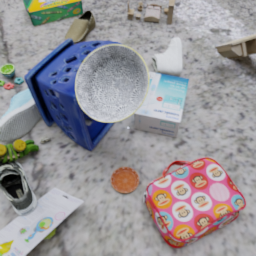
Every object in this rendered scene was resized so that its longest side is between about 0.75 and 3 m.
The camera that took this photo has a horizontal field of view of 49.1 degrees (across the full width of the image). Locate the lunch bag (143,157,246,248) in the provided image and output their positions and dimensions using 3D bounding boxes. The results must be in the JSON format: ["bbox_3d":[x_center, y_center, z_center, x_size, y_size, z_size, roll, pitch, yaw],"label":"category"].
[{"bbox_3d":[1.855,2.037,8.459,2.643,1.083,2.328,-20,55,-15],"label":"lunch bag"}]

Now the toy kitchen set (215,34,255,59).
[{"bbox_3d":[5.334,-2.526,11.967,2.442,2.701,2.994,-20,15,-18],"label":"toy kitchen set"}]

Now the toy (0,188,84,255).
[{"bbox_3d":[-2.600,2.870,7.988,1.489,0.610,2.585,11,33,39],"label":"toy"}]

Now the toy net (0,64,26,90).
[{"bbox_3d":[-4.604,-2.072,12.029,2.166,0.418,1.136,14,54,10],"label":"toy net"}]

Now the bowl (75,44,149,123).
[{"bbox_3d":[-0.319,-1.130,7.776,2.106,0.988,2.106,-2,85,18],"label":"bowl"}]

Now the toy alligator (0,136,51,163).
[{"bbox_3d":[-3.655,0.773,9.455,2.414,0.800,0.580,-14,75,-38],"label":"toy alligator"}]

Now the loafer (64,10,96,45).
[{"bbox_3d":[-2.453,-4.935,13.912,1.006,0.893,2.647,14,54,11],"label":"loafer"}]

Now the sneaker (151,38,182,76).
[{"bbox_3d":[1.727,-3.347,12.743,1.317,0.840,2.280,4,54,0],"label":"sneaker"}]

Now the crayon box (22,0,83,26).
[{"bbox_3d":[-4.087,-6.644,15.251,2.835,0.826,1.684,-21,55,-15],"label":"crayon box"}]

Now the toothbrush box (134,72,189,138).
[{"bbox_3d":[1.298,-0.940,10.808,1.692,0.986,2.311,13,55,10],"label":"toothbrush box"}]

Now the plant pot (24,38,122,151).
[{"bbox_3d":[-1.797,-1.380,10.060,2.586,2.876,2.876,21,56,23],"label":"plant pot"}]

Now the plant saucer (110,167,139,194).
[{"bbox_3d":[-0.109,1.738,9.286,0.950,0.153,0.950,0,53,0],"label":"plant saucer"}]

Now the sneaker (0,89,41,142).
[{"bbox_3d":[-4.072,-0.647,10.631,1.228,1.108,2.998,20,46,24],"label":"sneaker"}]

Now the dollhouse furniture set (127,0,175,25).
[{"bbox_3d":[1.234,-6.436,14.958,2.411,1.067,1.250,8,53,7],"label":"dollhouse furniture set"}]

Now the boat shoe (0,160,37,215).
[{"bbox_3d":[-3.655,1.576,8.793,0.914,0.823,2.585,-33,47,-24],"label":"boat shoe"}]
